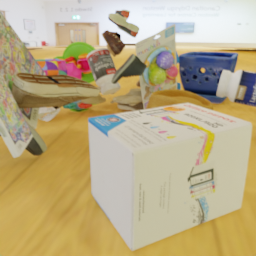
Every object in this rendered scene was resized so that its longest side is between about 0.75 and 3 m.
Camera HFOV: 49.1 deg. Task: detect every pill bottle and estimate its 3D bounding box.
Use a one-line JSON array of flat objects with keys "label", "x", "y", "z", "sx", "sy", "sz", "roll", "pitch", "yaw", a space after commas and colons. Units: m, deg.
[{"label": "pill bottle", "x": 3.070, "y": -0.998, "z": 7.124, "sx": 1.470, "sy": 0.850, "sz": 0.850, "roll": 14, "pitch": 23, "yaw": 19}, {"label": "pill bottle", "x": -0.805, "y": -1.904, "z": 9.585, "sx": 0.831, "sy": 1.435, "sz": 0.831, "roll": -21, "pitch": -6, "yaw": -2}]

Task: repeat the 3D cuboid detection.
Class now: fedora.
[{"label": "fedora", "x": 1.290, "y": -0.339, "z": 7.131, "sx": 2.592, "sy": 1.057, "sz": 2.592, "roll": 6, "pitch": 23, "yaw": -3}]

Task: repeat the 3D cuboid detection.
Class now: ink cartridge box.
[{"label": "ink cartridge box", "x": 0.595, "y": 0.554, "z": 4.378, "sx": 2.016, "sy": 1.458, "sz": 1.484, "roll": -10, "pitch": 22, "yaw": -27}]

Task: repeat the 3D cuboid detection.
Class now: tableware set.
[{"label": "tableware set", "x": -0.443, "y": -1.101, "z": 9.740, "sx": 2.542, "sy": 0.295, "sz": 2.123, "roll": 6, "pitch": 21, "yaw": 20}]

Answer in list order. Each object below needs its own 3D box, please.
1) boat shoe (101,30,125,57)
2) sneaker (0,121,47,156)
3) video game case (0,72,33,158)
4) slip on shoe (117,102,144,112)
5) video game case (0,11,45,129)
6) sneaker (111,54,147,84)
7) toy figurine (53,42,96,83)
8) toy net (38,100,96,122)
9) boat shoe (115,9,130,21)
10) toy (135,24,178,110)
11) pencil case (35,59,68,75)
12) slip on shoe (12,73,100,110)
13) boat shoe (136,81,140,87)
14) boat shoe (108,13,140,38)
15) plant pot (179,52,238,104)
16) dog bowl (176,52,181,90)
[{"label": "boat shoe", "x": -0.452, "y": -2.849, "z": 9.162, "sx": 0.562, "sy": 0.562, "sz": 1.597, "roll": -39, "pitch": 41, "yaw": 14}, {"label": "sneaker", "x": -3.029, "y": 0.101, "z": 5.753, "sx": 1.346, "sy": 2.535, "sz": 0.948, "roll": -57, "pitch": 12, "yaw": -22}, {"label": "video game case", "x": -2.112, "y": -0.305, "z": 4.823, "sx": 0.130, "sy": 1.441, "sz": 1.032, "roll": -21, "pitch": 18, "yaw": 0}, {"label": "slip on shoe", "x": 0.284, "y": -0.793, "z": 9.614, "sx": 1.353, "sy": 0.410, "sz": 0.515, "roll": 14, "pitch": 26, "yaw": 19}, {"label": "video game case", "x": -2.773, "y": -1.345, "z": 6.756, "sx": 0.235, "sy": 2.612, "sz": 1.870, "roll": -4, "pitch": 63, "yaw": 9}, {"label": "sneaker", "x": 0.010, "y": -1.164, "z": 6.071, "sx": 0.435, "sy": 0.819, "sz": 0.306, "roll": 35, "pitch": 32, "yaw": -22}, {"label": "toy figurine", "x": -2.933, "y": -2.609, "z": 13.084, "sx": 2.832, "sy": 2.126, "sz": 2.606, "roll": -5, "pitch": 27, "yaw": 18}, {"label": "toy net", "x": -2.013, "y": -0.559, "z": 9.127, "sx": 1.226, "sy": 0.451, "sz": 2.336, "roll": 17, "pitch": 27, "yaw": 33}, {"label": "boat shoe", "x": -0.184, "y": -3.175, "z": 7.944, "sx": 0.305, "sy": 0.268, "sz": 0.857, "roll": 8, "pitch": 14, "yaw": -26}, {"label": "toy", "x": 1.052, "y": -1.555, "z": 8.310, "sx": 1.452, "sy": 2.522, "sz": 0.595, "roll": -33, "pitch": 50, "yaw": -22}, {"label": "pencil case", "x": -3.141, "y": -1.890, "z": 9.525, "sx": 2.111, "sy": 0.933, "sz": 0.933, "roll": -7, "pitch": 21, "yaw": -22}, {"label": "slip on shoe", "x": -1.757, "y": -0.857, "z": 7.082, "sx": 0.926, "sy": 0.738, "sz": 2.436, "roll": 33, "pitch": 23, "yaw": 28}, {"label": "boat shoe", "x": 0.840, "y": -2.175, "z": 13.712, "sx": 0.954, "sy": 0.361, "sz": 0.342, "roll": -13, "pitch": 25, "yaw": -28}, {"label": "boat shoe", "x": -0.144, "y": -2.785, "z": 7.639, "sx": 0.945, "sy": 0.296, "sz": 0.337, "roll": 27, "pitch": 60, "yaw": -6}, {"label": "plant pot", "x": 3.162, "y": -2.029, "z": 11.122, "sx": 2.010, "sy": 1.807, "sz": 2.010, "roll": 9, "pitch": 21, "yaw": 25}, {"label": "dog bowl", "x": 1.211, "y": -1.864, "z": 9.677, "sx": 1.085, "sy": 1.946, "sz": 0.482, "roll": -5, "pitch": 1, "yaw": -26}]
